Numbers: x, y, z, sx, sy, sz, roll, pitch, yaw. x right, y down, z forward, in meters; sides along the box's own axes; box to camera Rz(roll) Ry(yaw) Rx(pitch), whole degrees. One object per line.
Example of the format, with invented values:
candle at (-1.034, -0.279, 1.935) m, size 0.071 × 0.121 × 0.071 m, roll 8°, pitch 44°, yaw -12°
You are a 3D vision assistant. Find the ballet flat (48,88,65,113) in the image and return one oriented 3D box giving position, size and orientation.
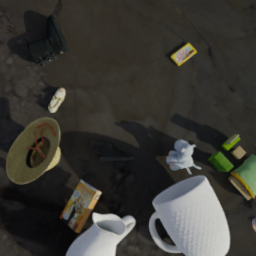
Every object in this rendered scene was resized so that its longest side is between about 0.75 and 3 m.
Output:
ballet flat at (-2.866, -1.134, 11.266) m, size 0.424 × 0.358 × 1.121 m, roll 21°, pitch 78°, yaw 6°

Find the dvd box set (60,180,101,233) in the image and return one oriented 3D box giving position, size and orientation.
dvd box set at (-1.697, 2.734, 9.897) m, size 1.135 × 0.228 × 1.551 m, roll 18°, pitch 75°, yaw 48°

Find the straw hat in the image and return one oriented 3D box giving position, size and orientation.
straw hat at (-3.129, 0.989, 10.289) m, size 2.573 × 1.089 × 2.573 m, roll -14°, pitch 57°, yaw 23°

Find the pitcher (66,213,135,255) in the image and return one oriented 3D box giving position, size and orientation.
pitcher at (-0.908, 4.120, 9.539) m, size 1.556 × 2.202 × 2.566 m, roll 38°, pitch 105°, yaw 37°

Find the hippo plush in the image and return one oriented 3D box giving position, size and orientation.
hippo plush at (1.947, 1.017, 10.254) m, size 0.974 × 0.984 × 1.223 m, roll -24°, pitch 47°, yaw -20°

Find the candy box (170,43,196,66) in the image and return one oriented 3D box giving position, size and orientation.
candy box at (2.332, -3.093, 11.801) m, size 1.000 × 0.132 × 0.511 m, roll -38°, pitch 78°, yaw -8°

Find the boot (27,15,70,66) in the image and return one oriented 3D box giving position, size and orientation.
boot at (-3.456, -3.630, 11.660) m, size 1.572 × 0.710 × 1.918 m, roll -25°, pitch 80°, yaw -1°

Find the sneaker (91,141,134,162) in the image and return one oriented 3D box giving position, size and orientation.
sneaker at (-0.606, 0.871, 10.768) m, size 1.600 × 0.480 × 0.834 m, roll -4°, pitch 83°, yaw 3°

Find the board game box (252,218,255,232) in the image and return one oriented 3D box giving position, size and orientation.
board game box at (5.028, 3.578, 10.357) m, size 0.813 × 0.158 × 0.642 m, roll -27°, pitch 79°, yaw -5°

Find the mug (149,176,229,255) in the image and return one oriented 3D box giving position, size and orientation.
mug at (1.984, 3.323, 9.646) m, size 2.750 × 2.031 × 2.411 m, roll -29°, pitch 87°, yaw 25°

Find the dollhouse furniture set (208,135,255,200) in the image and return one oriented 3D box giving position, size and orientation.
dollhouse furniture set at (4.282, 1.444, 10.261) m, size 1.438 × 1.101 × 2.194 m, roll -41°, pitch 80°, yaw -5°
